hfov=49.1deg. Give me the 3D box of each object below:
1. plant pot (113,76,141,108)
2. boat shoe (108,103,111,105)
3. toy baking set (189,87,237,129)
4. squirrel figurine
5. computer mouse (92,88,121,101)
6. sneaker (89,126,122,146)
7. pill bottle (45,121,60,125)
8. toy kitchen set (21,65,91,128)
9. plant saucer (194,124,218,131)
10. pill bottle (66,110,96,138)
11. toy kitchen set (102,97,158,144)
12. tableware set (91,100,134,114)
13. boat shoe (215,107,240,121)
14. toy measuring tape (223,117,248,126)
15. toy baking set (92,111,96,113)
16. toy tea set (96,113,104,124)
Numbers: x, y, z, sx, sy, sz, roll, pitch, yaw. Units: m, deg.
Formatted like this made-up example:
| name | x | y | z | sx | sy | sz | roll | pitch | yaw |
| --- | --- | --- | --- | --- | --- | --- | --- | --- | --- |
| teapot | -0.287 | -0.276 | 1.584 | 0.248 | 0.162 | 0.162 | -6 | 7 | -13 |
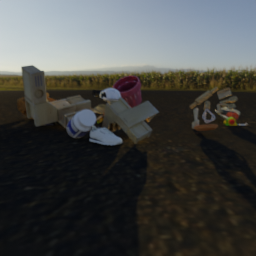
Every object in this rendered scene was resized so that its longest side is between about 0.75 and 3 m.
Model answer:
| name | x | y | z | sx | sy | sz | roll | pitch | yaw |
| --- | --- | --- | --- | --- | --- | --- | --- | --- | --- |
| plant pot | 0.093 | -1.912 | 15.450 | 1.512 | 1.353 | 1.512 | -15 | 41 | 14 |
| boat shoe | -0.694 | -1.205 | 15.136 | 0.872 | 0.992 | 2.788 | 1 | 12 | -5 |
| toy baking set | 3.258 | -0.894 | 11.186 | 2.271 | 0.264 | 1.743 | -33 | 30 | 2 |
| squirrel figurine | -4.277 | -1.067 | 13.426 | 1.860 | 1.316 | 1.736 | 1 | 9 | 8 |
| computer mouse | -0.851 | -1.570 | 12.830 | 1.266 | 0.506 | 2.308 | 3 | 9 | -19 |
| sneaker | -0.680 | 0.238 | 8.274 | 1.190 | 0.479 | 0.455 | 9 | 3 | 33 |
| pill bottle | -3.236 | -0.376 | 11.653 | 0.973 | 0.544 | 0.544 | 0 | 10 | -4 |
| toy kitchen set | -2.380 | -1.168 | 10.403 | 2.323 | 2.096 | 1.895 | -18 | 35 | -34 |
| plant saucer | 2.669 | -0.003 | 9.628 | 0.796 | 0.128 | 0.796 | -4 | -8 | -1 |
| pill bottle | -1.475 | -0.128 | 8.842 | 0.668 | 0.668 | 1.154 | -6 | -14 | -31 |
| toy kitchen set | 0.145 | -0.091 | 9.200 | 1.262 | 1.396 | 1.547 | -28 | 64 | -30 |
| tableware set | -0.380 | -0.839 | 13.290 | 2.599 | 0.302 | 2.171 | 25 | 31 | 30 |
| boat shoe | 4.475 | -0.668 | 12.645 | 0.633 | 0.556 | 1.777 | 35 | 10 | -9 |
| toy measuring tape | 4.459 | -0.272 | 11.623 | 0.994 | 0.366 | 0.366 | 0 | 10 | 1 |
| toy baking set | -2.176 | -1.010 | 15.975 | 1.658 | 0.251 | 2.161 | 6 | 12 | 37 |
| toy tea set | -0.698 | -0.575 | 12.376 | 0.895 | 0.557 | 1.505 | -26 | 13 | 46 |
